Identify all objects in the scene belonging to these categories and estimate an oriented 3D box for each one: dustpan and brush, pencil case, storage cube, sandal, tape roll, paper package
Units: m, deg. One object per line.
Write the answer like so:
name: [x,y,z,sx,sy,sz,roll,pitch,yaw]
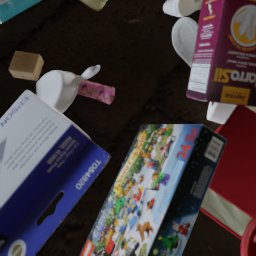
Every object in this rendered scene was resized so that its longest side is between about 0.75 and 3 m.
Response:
dustpan and brush: [-1.619,-1.145,7.496,2.105,0.602,1.469,-33,56,33]
pencil case: [-0.959,-1.053,7.771,1.232,0.533,0.510,19,112,5]
storage cube: [2.526,1.060,6.275,2.224,1.901,1.999,34,72,12]
sandal: [1.976,-2.247,8.236,0.898,0.542,2.206,-32,70,23]
tape roll: [2.760,-0.763,7.176,1.026,1.494,1.494,19,70,7]
paper package: [-2.952,-1.810,8.162,0.767,0.397,0.731,8,68,4]

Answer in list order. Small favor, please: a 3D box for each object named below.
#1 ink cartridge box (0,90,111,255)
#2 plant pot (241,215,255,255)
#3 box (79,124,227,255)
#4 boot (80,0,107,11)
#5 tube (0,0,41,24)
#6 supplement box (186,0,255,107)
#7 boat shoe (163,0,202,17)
ink cartridge box: [-2.043,0.833,5.148,2.738,0.556,2.732,31,80,41]
plant pot: [2.612,1.752,3.921,1.571,1.431,1.571,-5,82,43]
box: [0.205,1.059,3.729,0.436,1.581,2.314,30,78,-22]
boot: [-0.927,-4.168,6.126,2.221,2.872,1.035,-37,59,25]
tube: [-3.345,-4.195,9.032,2.270,0.572,0.879,-41,82,-19]
supplement box: [1.685,-1.297,4.602,0.983,0.763,1.781,4,102,-13]
boat shoe: [2.082,-4.050,8.815,2.346,0.845,0.804,-37,39,-23]
